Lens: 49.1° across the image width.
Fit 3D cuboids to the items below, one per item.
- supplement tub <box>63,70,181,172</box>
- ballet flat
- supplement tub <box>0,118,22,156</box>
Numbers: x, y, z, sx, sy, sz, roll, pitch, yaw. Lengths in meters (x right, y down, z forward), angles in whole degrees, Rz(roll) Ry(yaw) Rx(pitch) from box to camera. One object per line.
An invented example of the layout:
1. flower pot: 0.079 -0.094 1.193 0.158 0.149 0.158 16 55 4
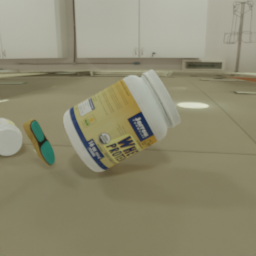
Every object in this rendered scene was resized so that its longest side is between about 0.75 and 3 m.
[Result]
1. supplement tub: -0.154 -0.220 7.956 2.814 2.032 2.032 -29 16 4
2. ballet flat: -2.610 0.435 8.199 0.478 1.517 0.521 -5 25 28
3. supplement tub: -4.302 0.308 9.705 1.073 1.073 1.480 -10 19 -30
